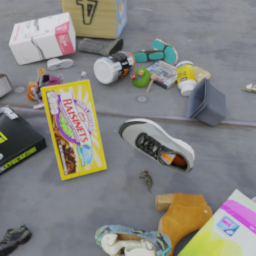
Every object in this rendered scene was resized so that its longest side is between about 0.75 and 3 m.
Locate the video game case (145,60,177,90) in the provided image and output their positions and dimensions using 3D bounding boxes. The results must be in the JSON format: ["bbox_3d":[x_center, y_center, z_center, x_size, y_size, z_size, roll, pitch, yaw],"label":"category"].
[{"bbox_3d":[1.586,-2.487,12.855,1.685,0.215,1.523,34,54,31],"label":"video game case"}]

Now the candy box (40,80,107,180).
[{"bbox_3d":[-1.620,0.059,8.527,1.449,2.835,0.374,-13,10,-15],"label":"candy box"}]

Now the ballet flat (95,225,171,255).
[{"bbox_3d":[-0.050,2.716,6.535,2.081,0.773,0.773,-11,37,28],"label":"ballet flat"}]

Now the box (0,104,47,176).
[{"bbox_3d":[-4.518,0.469,9.464,2.482,0.611,2.571,-36,54,-28],"label":"box"}]

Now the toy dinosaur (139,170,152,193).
[{"bbox_3d":[0.594,1.567,8.519,0.409,0.308,0.800,0,46,-51],"label":"toy dinosaur"}]

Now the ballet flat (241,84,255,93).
[{"bbox_3d":[5.324,-1.674,11.913,0.896,0.337,0.304,21,47,21],"label":"ballet flat"}]

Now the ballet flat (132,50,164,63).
[{"bbox_3d":[0.951,-3.526,13.683,1.643,0.559,0.562,-1,37,6],"label":"ballet flat"}]

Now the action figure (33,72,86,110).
[{"bbox_3d":[-2.504,-1.449,11.118,2.177,1.621,1.458,6,-4,-37],"label":"action figure"}]

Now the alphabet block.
[{"bbox_3d":[-1.741,-6.827,15.353,2.949,2.896,2.881,7,38,7],"label":"alphabet block"}]

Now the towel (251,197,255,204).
[{"bbox_3d":[4.391,2.808,7.055,2.641,0.455,1.750,15,50,15],"label":"towel"}]

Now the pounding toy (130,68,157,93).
[{"bbox_3d":[0.551,-2.168,11.981,1.163,0.540,0.898,37,97,31],"label":"pounding toy"}]

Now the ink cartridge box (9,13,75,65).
[{"bbox_3d":[-4.137,-4.395,13.775,2.870,1.188,2.103,-12,47,1],"label":"ink cartridge box"}]

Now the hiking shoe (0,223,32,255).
[{"bbox_3d":[-3.022,2.863,7.135,1.042,0.395,0.524,-23,44,-33],"label":"hiking shoe"}]

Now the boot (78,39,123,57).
[{"bbox_3d":[-1.387,-4.286,14.530,1.874,0.680,1.704,18,44,27],"label":"boot"}]

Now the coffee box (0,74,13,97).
[{"bbox_3d":[-5.794,-1.463,11.270,1.056,0.736,1.846,14,44,31],"label":"coffee box"}]

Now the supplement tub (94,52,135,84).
[{"bbox_3d":[-0.544,-2.692,12.295,1.107,1.107,1.807,27,40,26],"label":"supplement tub"}]

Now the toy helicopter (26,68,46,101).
[{"bbox_3d":[-3.607,-1.829,11.715,1.059,0.632,1.601,8,61,-21],"label":"toy helicopter"}]

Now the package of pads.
[{"bbox_3d":[2.454,3.093,6.167,2.798,0.954,2.162,-40,55,-18],"label":"package of pads"}]

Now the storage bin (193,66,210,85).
[{"bbox_3d":[3.037,-2.262,12.477,0.903,0.423,0.896,-32,53,-30],"label":"storage bin"}]

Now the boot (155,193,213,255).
[{"bbox_3d":[1.493,2.536,7.217,1.470,0.722,2.053,2,41,0],"label":"boot"}]

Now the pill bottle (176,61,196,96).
[{"bbox_3d":[2.441,-2.052,11.759,0.742,0.742,1.319,-3,70,-3],"label":"pill bottle"}]

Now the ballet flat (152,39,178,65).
[{"bbox_3d":[1.955,-3.760,13.888,0.675,0.799,2.112,9,37,-41],"label":"ballet flat"}]

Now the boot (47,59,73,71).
[{"bbox_3d":[-3.259,-3.130,13.356,1.200,0.441,0.573,-14,50,-11],"label":"boot"}]

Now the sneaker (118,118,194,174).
[{"bbox_3d":[0.822,0.497,7.728,2.352,0.869,0.933,27,22,-4],"label":"sneaker"}]

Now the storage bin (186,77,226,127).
[{"bbox_3d":[2.978,-0.839,10.576,1.140,1.235,1.698,30,44,-10],"label":"storage bin"}]
